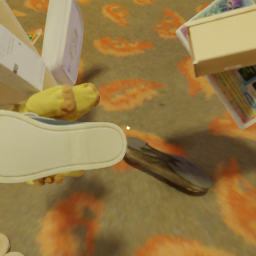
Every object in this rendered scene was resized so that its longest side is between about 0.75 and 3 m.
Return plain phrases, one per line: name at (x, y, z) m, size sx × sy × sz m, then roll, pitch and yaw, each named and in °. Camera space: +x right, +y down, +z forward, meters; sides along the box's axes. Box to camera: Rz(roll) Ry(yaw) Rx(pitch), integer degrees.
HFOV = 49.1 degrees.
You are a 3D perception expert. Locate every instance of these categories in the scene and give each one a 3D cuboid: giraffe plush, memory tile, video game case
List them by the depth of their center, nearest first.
giraffe plush at (-1.170, 0.162, 4.391) m, size 1.658 × 1.431 × 1.345 m, roll -19°, pitch 92°, yaw -37°
video game case at (2.425, -1.487, 5.214) m, size 2.133 × 0.278 × 2.343 m, roll -34°, pitch 95°, yaw 16°
memory tile at (-3.005, 3.118, 5.584) m, size 2.440 × 0.205 × 1.870 m, roll 30°, pitch 57°, yaw 23°

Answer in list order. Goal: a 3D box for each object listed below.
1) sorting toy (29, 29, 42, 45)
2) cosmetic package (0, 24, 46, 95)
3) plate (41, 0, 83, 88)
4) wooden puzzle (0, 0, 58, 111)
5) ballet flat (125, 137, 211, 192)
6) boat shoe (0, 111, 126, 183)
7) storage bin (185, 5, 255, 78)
sorting toy at (-2.857, -2.476, 8.163) m, size 0.848 × 0.169 × 1.147 m, roll -61°, pitch 29°, yaw -3°
cosmetic package at (-1.589, -0.903, 3.768) m, size 0.388 × 1.049 × 0.533 m, roll -6°, pitch 71°, yaw 22°
plate at (-1.361, -1.909, 6.258) m, size 0.361 × 2.228 × 2.233 m, roll 8°, pitch 85°, yaw -1°
wooden puzzle at (-2.691, -1.184, 5.431) m, size 2.619 × 2.423 × 0.488 m, roll -6°, pitch 38°, yaw 31°
ballet flat at (0.903, 0.988, 7.169) m, size 2.452 × 0.568 × 0.826 m, roll 25°, pitch 30°, yaw 12°
boat shoe at (-0.954, 0.171, 3.002) m, size 1.902 × 0.588 × 0.712 m, roll -4°, pitch 87°, yaw -31°
storage bin at (1.681, -1.330, 4.510) m, size 1.339 × 1.329 × 0.627 m, roll -10°, pitch 87°, yaw 15°
